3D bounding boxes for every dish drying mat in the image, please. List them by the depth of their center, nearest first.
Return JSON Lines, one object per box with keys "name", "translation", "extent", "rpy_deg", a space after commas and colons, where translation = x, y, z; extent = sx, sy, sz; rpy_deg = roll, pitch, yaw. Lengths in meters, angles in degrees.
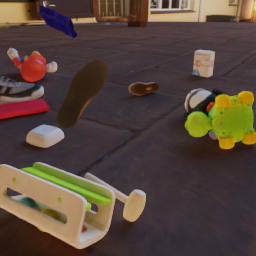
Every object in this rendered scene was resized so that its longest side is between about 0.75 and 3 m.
{"name": "dish drying mat", "translation": [-3.740, -0.526, 8.691], "extent": [2.407, 0.219, 0.924], "rpy_deg": [-12, 28, -26]}

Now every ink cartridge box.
{"name": "ink cartridge box", "translation": [3.460, -2.966, 12.850], "extent": [0.795, 1.100, 0.466], "rpy_deg": [19, 31, 35]}

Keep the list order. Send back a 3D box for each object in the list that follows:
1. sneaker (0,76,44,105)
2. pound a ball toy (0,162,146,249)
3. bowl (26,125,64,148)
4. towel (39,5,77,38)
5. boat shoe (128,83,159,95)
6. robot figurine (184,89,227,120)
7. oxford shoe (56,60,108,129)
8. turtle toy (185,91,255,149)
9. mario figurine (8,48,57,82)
{"name": "sneaker", "translation": [-4.362, -1.615, 9.311], "extent": [2.878, 1.638, 1.086], "rpy_deg": [-6, 26, -12]}
{"name": "pound a ball toy", "translation": [-0.933, 1.212, 4.467], "extent": [2.061, 0.876, 1.344], "rpy_deg": [14, 3, 28]}
{"name": "bowl", "translation": [-2.114, 0.167, 7.114], "extent": [0.770, 0.288, 0.771], "rpy_deg": [13, 29, 27]}
{"name": "towel", "translation": [-2.647, -3.938, 10.510], "extent": [1.387, 1.024, 0.344], "rpy_deg": [29, 75, 13]}
{"name": "boat shoe", "translation": [0.526, -1.486, 10.555], "extent": [1.255, 0.463, 0.464], "rpy_deg": [-6, 13, -29]}
{"name": "robot figurine", "translation": [2.219, -0.612, 8.046], "extent": [1.068, 0.887, 1.421], "rpy_deg": [-5, 25, -16]}
{"name": "oxford shoe", "translation": [-0.839, -0.648, 5.077], "extent": [0.490, 1.375, 0.490], "rpy_deg": [35, 12, -9]}
{"name": "turtle toy", "translation": [2.309, -0.180, 6.919], "extent": [1.793, 1.307, 0.906], "rpy_deg": [-9, 7, -18]}
{"name": "mario figurine", "translation": [-4.265, -3.033, 12.536], "extent": [1.686, 1.447, 2.731], "rpy_deg": [-26, 29, -19]}
